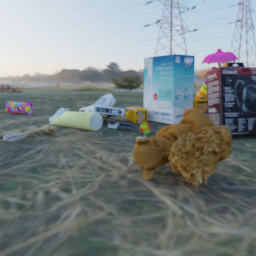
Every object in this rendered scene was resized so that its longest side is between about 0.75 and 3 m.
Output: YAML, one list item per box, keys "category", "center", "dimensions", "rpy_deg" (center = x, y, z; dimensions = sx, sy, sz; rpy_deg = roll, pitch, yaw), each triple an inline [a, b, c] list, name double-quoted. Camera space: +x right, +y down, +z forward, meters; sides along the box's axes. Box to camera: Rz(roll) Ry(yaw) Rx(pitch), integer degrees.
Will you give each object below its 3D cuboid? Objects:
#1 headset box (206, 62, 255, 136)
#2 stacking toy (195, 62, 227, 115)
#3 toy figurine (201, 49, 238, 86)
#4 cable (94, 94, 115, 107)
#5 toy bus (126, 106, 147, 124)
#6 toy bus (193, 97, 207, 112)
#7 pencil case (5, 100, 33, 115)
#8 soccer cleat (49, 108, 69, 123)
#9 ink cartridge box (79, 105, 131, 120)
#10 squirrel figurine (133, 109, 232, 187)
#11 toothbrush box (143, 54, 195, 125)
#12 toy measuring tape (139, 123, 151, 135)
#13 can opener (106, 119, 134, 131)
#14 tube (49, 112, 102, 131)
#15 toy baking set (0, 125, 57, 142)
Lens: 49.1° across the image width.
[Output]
- category: "headset box"
  center: [3.552, -0.952, 9.096]
  dimensions: [1.777, 2.388, 0.922]
  rpy_deg: [-3, 0, -14]
- category: "stacking toy"
  center: [4.065, -1.872, 13.270]
  dimensions: [1.480, 2.696, 1.565]
  rpy_deg: [13, 28, -6]
- category: "toy figurine"
  center: [3.582, -1.689, 10.519]
  dimensions: [2.395, 2.602, 1.954]
  rpy_deg: [40, -12, -25]
- category: "cable"
  center: [-1.332, -1.350, 15.773]
  dimensions: [1.299, 0.450, 1.299]
  rpy_deg: [8, 54, 51]
- category: "toy bus"
  center: [0.377, -0.608, 12.829]
  dimensions: [0.731, 0.608, 1.868]
  rpy_deg: [-3, 10, -15]
- category: "toy bus"
  center: [2.508, -0.968, 13.325]
  dimensions: [0.921, 1.108, 2.831]
  rpy_deg: [-4, 11, -32]
- category: "pencil case"
  center: [-6.114, -1.133, 15.746]
  dimensions: [1.717, 0.759, 0.759]
  rpy_deg: [7, 11, 30]
- category: "soccer cleat"
  center: [-3.086, -0.568, 12.512]
  dimensions: [0.501, 0.619, 1.434]
  rpy_deg: [3, 10, 16]
- category: "ink cartridge box"
  center: [-1.002, -0.653, 12.433]
  dimensions: [1.857, 0.403, 1.840]
  rpy_deg: [4, -4, -28]
- category: "squirrel figurine"
  center: [0.950, 0.376, 5.235]
  dimensions: [1.613, 1.223, 1.729]
  rpy_deg: [-11, 9, -20]
- category: "toothbrush box"
  center: [1.747, -1.696, 12.396]
  dimensions: [1.227, 2.876, 2.106]
  rpy_deg: [-7, 12, -33]
- category: "toy measuring tape"
  center: [0.585, 0.036, 9.749]
  dimensions: [0.390, 0.390, 1.059]
  rpy_deg: [0, 0, 0]
- category: "can opener"
  center: [-0.327, -0.128, 10.505]
  dimensions: [1.106, 0.295, 0.370]
  rpy_deg: [6, -32, 32]
- category: "tube"
  center: [-2.093, -0.325, 11.051]
  dimensions: [2.565, 0.666, 0.744]
  rpy_deg: [7, -3, 44]
- category: "toy baking set"
  center: [-3.235, 0.182, 9.089]
  dimensions: [1.778, 0.270, 2.316]
  rpy_deg: [-15, 9, -35]
